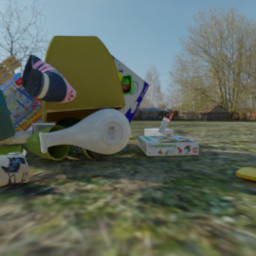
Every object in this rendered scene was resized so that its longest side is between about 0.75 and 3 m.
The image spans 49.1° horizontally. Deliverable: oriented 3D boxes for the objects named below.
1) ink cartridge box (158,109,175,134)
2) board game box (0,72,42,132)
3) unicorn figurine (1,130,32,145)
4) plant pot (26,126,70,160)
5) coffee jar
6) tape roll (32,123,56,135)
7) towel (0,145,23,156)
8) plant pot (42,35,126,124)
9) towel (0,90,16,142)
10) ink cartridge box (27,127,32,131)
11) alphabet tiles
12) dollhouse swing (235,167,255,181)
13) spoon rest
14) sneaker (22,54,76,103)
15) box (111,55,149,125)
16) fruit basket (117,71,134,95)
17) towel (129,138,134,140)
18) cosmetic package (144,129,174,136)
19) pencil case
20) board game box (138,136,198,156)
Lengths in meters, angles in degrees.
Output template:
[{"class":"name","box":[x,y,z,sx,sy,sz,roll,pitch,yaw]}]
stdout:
[{"class":"ink cartridge box","box":[1.641,-0.328,11.992,0.278,1.110,1.279,24,8,6]},{"class":"board game box","box":[-4.817,-0.945,12.258,2.086,2.130,0.595,51,-3,-41]},{"class":"unicorn figurine","box":[-4.608,0.299,12.439,2.579,0.952,1.771,-25,13,-33]},{"class":"plant pot","box":[-2.321,0.440,7.811,1.004,0.939,0.939,-5,0,29]},{"class":"coffee jar","box":[-1.321,0.282,8.412,0.943,1.152,2.210,-20,15,-39]},{"class":"tape roll","box":[-2.261,0.287,10.822,2.780,0.918,2.780,1,3,0]},{"class":"towel","box":[-3.825,0.764,8.304,1.251,0.263,2.908,0,2,-18]},{"class":"plant pot","box":[-1.566,-1.485,8.544,2.253,2.305,2.238,-6,-5,-18]},{"class":"towel","box":[-4.867,-0.281,9.364,0.275,1.858,2.533,-9,12,16]},{"class":"ink cartridge box","box":[-5.998,0.171,17.248,1.645,0.555,0.958,-2,4,-40]},{"class":"alphabet tiles","box":[-4.499,-1.745,9.429,1.905,0.142,1.948,-35,1,-8]},{"class":"dollhouse swing","box":[2.685,0.689,5.444,0.796,0.823,0.906,27,19,33]},{"class":"spoon rest","box":[-1.010,0.163,6.909,2.346,1.165,0.711,-7,6,-28]},{"class":"sneaker","box":[-1.964,-1.130,6.747,0.927,0.793,2.260,15,21,-34]},{"class":"box","box":[-0.705,-1.362,10.868,2.326,2.139,1.220,31,-7,-34]},{"class":"fruit basket","box":[-0.339,-1.523,9.616,1.040,0.750,1.040,1,-13,0]},{"class":"towel","box":[-0.181,0.535,14.737,0.523,0.110,1.216,4,0,-28]},{"class":"cosmetic package","box":[1.565,0.322,14.357,0.763,0.555,1.500,-2,4,-35]},{"class":"pencil case","box":[-2.523,0.750,5.002,1.400,0.626,0.545,-2,5,-28]},{"class":"board game box","box":[1.288,0.584,9.868,1.637,0.449,2.593,-1,3,-4]}]
